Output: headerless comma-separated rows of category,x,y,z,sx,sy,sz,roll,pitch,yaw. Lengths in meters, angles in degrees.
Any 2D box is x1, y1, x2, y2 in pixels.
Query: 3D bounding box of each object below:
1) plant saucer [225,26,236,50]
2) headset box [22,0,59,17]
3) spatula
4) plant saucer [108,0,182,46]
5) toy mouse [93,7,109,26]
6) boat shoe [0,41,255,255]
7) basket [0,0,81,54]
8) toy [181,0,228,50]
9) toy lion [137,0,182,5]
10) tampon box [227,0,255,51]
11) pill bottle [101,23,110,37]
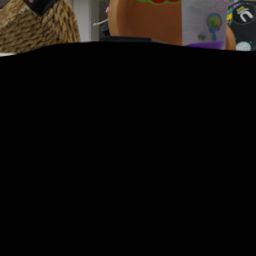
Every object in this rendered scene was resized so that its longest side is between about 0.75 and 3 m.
plant saucer,1.993,-2.178,7.814,1.953,1.953,0.365,1,6,12
headset box,-2.009,-3.522,5.706,1.391,1.869,0.722,-39,5,6
spatula,0.699,-1.808,6.205,2.649,0.272,0.749,10,-15,6
plant saucer,0.881,-2.926,7.362,3.000,3.000,0.562,1,12,11
toy mouse,0.006,-3.682,8.621,2.439,0.531,2.744,-41,32,-7
boat shoe,-0.524,0.203,0.383,1.730,0.655,0.621,9,1,4
basket,-2.825,-2.819,8.610,2.832,2.021,2.110,-16,-41,33
toy,1.828,-2.431,6.518,1.145,1.988,0.469,21,38,37
toy lion,0.349,-3.467,5.138,2.616,0.898,2.508,15,-23,-10
tampon box,3.586,-2.841,8.646,1.432,1.910,1.206,-29,-28,11
pill bottle,-0.437,-3.023,9.424,0.569,0.569,1.018,3,-31,38
